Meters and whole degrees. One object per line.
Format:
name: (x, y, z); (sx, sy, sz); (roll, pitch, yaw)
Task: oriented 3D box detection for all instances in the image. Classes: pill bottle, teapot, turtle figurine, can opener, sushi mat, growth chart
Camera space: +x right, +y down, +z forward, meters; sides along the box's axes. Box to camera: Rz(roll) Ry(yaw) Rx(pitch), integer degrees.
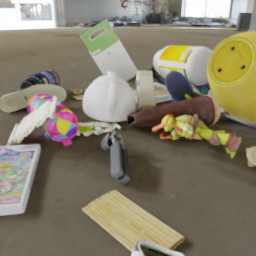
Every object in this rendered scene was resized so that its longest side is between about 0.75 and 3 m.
pill bottle: (2.315, -2.777, 12.206); (1.544, 1.544, 2.827); (-13, 23, -27)
teapot: (-0.658, -1.235, 10.337); (2.176, 1.589, 2.147); (23, 27, 35)
turtle figurine: (1.887, 0.088, 7.977); (2.263, 0.904, 2.807); (18, -4, 6)
pill bottle: (-4.038, -1.992, 12.859); (1.034, 1.034, 1.849); (8, 26, 17)
can opener: (-0.368, 0.748, 7.463); (0.673, 0.537, 2.014); (-33, 29, 16)
sushi mat: (0.033, 1.876, 5.520); (0.959, 0.121, 2.005); (-22, 32, -38)
pill bottle: (2.144, -2.779, 14.509); (1.089, 1.089, 1.947); (-20, 31, -36)
growth chart: (-1.105, -0.041, 9.556); (1.690, 0.150, 1.223); (-8, 23, -28)
growth chart: (-2.905, -0.164, 8.450); (2.100, 0.186, 1.520); (-32, 31, 19)

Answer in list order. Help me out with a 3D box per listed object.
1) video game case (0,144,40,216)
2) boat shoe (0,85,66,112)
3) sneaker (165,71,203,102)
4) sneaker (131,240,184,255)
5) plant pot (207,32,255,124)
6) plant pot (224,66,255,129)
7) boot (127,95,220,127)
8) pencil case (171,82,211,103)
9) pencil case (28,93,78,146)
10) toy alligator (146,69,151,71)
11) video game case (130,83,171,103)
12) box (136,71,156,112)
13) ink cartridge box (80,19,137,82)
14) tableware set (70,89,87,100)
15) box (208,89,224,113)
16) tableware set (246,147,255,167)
video game case: (-3.342, 1.183, 6.885); (1.966, 0.247, 2.746); (-4, 25, -8)
boat shoe: (-3.831, -1.273, 11.353); (2.576, 0.925, 0.871); (-11, 16, -10)
sneaker: (2.262, -1.179, 10.456); (2.291, 0.847, 0.942); (47, 19, 3)
sneaker: (0.833, 2.234, 4.015); (1.833, 0.649, 0.669); (17, 30, 17)
plant pot: (3.559, -1.710, 8.429); (2.032, 2.862, 2.862); (13, 11, -42)
plant pot: (4.896, -1.351, 9.685); (2.447, 2.722, 2.722); (-24, 34, -29)
boot: (1.293, -0.336, 8.765); (2.265, 0.985, 2.723); (-9, 1, -14)
pencil case: (2.763, -1.468, 11.876); (1.926, 0.890, 0.820); (-19, 48, -32)
pencil case: (-2.540, -0.363, 9.275); (1.121, 1.121, 2.536); (-14, 28, -27)
toy alligator: (1.346, -3.472, 16.959); (0.429, 0.311, 1.294); (13, 28, 25)
video game case: (1.004, -1.618, 12.973); (2.299, 0.263, 2.092); (-15, 28, -29)
box: (0.661, -1.358, 10.888); (0.606, 0.728, 1.772); (2, 55, -5)
ink cartridge box: (-0.843, -3.395, 13.234); (1.491, 2.872, 0.852); (-31, 8, 4)
tableware set: (-1.911, -1.616, 12.981); (1.524, 0.177, 1.273); (-12, 31, -30)
box: (4.197, -1.444, 11.901); (1.007, 0.838, 2.451); (15, 28, 30)
tableware set: (3.590, 0.906, 6.702); (1.438, 0.167, 1.201); (-10, 59, -8)
